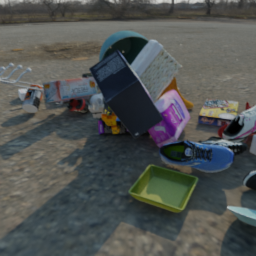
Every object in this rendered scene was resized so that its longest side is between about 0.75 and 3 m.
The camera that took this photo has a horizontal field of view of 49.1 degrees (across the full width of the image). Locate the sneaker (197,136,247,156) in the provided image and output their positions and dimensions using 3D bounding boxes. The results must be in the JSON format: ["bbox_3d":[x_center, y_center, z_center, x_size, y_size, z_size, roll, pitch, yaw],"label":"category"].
[{"bbox_3d":[2.558,0.473,7.820,1.391,0.462,0.629,-8,42,11],"label":"sneaker"}]

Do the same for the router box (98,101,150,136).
[{"bbox_3d":[-0.074,-0.492,10.098,1.745,0.597,2.339,1,26,1],"label":"router box"}]

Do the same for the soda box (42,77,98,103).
[{"bbox_3d":[-2.166,-1.506,10.835,0.787,0.732,2.301,-3,10,30],"label":"soda box"}]

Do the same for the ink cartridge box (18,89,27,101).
[{"bbox_3d":[-4.409,-1.526,12.526,0.842,0.354,0.613,-15,29,-28],"label":"ink cartridge box"}]

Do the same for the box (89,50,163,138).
[{"bbox_3d":[-0.042,-0.900,7.558,1.021,1.657,1.644,-33,46,6],"label":"box"}]

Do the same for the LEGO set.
[{"bbox_3d":[-0.254,-0.280,8.878,1.923,0.789,0.733,-4,45,4],"label":"LEGO set"}]

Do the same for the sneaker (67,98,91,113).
[{"bbox_3d":[-1.883,-0.850,10.976,0.695,0.503,1.423,17,-6,-34],"label":"sneaker"}]

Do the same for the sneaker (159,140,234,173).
[{"bbox_3d":[1.681,0.719,7.097,1.905,0.748,0.849,1,-11,19],"label":"sneaker"}]

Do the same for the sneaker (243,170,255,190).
[{"bbox_3d":[3.463,1.360,6.299,1.612,0.578,0.667,4,34,15],"label":"sneaker"}]

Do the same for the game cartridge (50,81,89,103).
[{"bbox_3d":[-2.724,-1.749,12.948,1.522,0.451,2.348,-4,26,-19],"label":"game cartridge"}]

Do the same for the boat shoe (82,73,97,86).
[{"bbox_3d":[-1.378,-2.614,14.433,2.151,0.649,0.813,-21,33,-36],"label":"boat shoe"}]

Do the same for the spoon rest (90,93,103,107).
[{"bbox_3d":[-1.105,-1.203,11.392,0.363,0.595,1.198,3,40,47],"label":"spoon rest"}]

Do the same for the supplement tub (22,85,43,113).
[{"bbox_3d":[-3.731,-1.160,11.001,0.622,0.622,1.015,2,59,4],"label":"supplement tub"}]

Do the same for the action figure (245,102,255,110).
[{"bbox_3d":[5.747,-1.147,11.137,1.964,0.972,0.641,-5,27,-15],"label":"action figure"}]

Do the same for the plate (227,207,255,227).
[{"bbox_3d":[2.619,1.774,5.317,1.445,0.185,1.445,11,-4,1],"label":"plate"}]

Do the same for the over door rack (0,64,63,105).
[{"bbox_3d":[-4.011,-1.863,10.906,2.684,0.894,1.983,21,1,-44],"label":"over door rack"}]

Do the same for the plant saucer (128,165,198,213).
[{"bbox_3d":[0.830,1.430,6.473,1.271,0.304,1.269,13,29,24],"label":"plant saucer"}]

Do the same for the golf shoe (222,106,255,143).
[{"bbox_3d":[3.543,-0.181,8.239,1.820,0.838,0.661,-44,46,-2],"label":"golf shoe"}]

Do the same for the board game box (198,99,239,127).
[{"bbox_3d":[3.457,-0.597,10.618,1.279,0.327,1.888,10,28,21],"label":"board game box"}]

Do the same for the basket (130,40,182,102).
[{"bbox_3d":[0.694,-1.776,9.478,1.236,2.003,1.358,34,13,-15],"label":"basket"}]

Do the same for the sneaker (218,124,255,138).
[{"bbox_3d":[3.711,0.152,9.067,1.488,0.583,0.860,-8,-15,23],"label":"sneaker"}]

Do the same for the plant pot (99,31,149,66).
[{"bbox_3d":[-0.212,-3.534,13.471,2.709,2.709,1.825,-8,45,-16],"label":"plant pot"}]

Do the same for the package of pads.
[{"bbox_3d":[1.270,-0.356,9.040,0.762,1.213,2.014,-29,8,34],"label":"package of pads"}]

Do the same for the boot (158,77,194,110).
[{"bbox_3d":[1.919,-1.462,11.428,1.674,1.198,0.589,17,31,30],"label":"boot"}]

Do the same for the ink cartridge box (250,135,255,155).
[{"bbox_3d":[4.364,0.592,7.861,1.040,0.598,1.433,-17,31,-31],"label":"ink cartridge box"}]
